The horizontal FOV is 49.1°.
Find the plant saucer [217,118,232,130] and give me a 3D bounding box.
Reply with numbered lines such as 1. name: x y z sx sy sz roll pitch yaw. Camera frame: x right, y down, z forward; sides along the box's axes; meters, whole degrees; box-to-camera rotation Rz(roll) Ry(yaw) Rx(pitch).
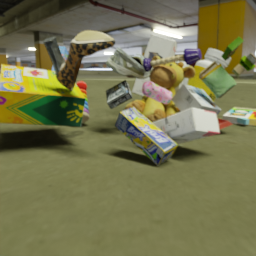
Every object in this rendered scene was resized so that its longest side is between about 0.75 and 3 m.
1. plant saucer: 3.039 -0.103 10.036 0.984 0.181 0.982 -19 13 -9

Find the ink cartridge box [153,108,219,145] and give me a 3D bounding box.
1. ink cartridge box: 1.501 0.011 7.564 1.089 0.615 1.486 6 -18 -41

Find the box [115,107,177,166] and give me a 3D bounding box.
1. box: 0.430 0.183 7.066 0.559 0.513 1.595 -24 57 -42

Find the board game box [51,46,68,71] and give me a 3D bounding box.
1. board game box: -2.724 -2.165 11.871 0.399 1.648 2.179 8 -14 2

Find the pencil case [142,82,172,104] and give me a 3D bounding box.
1. pencil case: 0.824 -0.986 7.930 0.987 0.432 0.432 19 -3 -43

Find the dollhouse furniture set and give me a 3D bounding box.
1. dollhouse furniture set: 3.210 -1.884 8.973 1.614 1.057 0.810 -41 -8 -5

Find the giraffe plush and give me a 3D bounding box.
1. giraffe plush: 1.344 -1.410 10.429 2.415 2.270 2.799 17 19 -2

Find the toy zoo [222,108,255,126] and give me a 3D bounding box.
1. toy zoo: 5.289 -0.467 12.087 1.965 0.306 2.995 7 15 28

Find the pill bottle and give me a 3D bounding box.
1. pill bottle: 3.598 -2.166 13.046 1.545 2.776 1.545 24 10 -4

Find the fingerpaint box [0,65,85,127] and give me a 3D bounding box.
1. fingerpaint box: -2.761 -1.022 8.636 2.255 0.992 2.703 3 24 -25

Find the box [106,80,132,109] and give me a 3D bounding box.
1. box: -0.336 -1.167 9.719 0.849 0.268 1.077 -27 32 10

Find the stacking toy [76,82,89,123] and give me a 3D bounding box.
1. stacking toy: -1.952 -1.116 11.321 0.757 1.772 0.757 -4 -27 -2

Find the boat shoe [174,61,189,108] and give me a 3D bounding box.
1. boat shoe: 2.118 -1.593 12.014 0.860 2.510 0.904 -13 23 -40

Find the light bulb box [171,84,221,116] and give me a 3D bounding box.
1. light bulb box: 2.350 -0.794 9.689 1.185 0.740 1.175 6 41 -40

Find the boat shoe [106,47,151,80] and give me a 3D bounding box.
1. boat shoe: 0.195 -2.344 10.113 0.904 0.787 2.453 46 27 25

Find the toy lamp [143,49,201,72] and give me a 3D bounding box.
1. toy lamp: 1.474 -2.287 9.467 1.949 0.567 0.567 -5 8 32

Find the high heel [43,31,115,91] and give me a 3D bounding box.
1. high heel: -1.089 -1.645 7.260 2.156 1.537 0.770 5 40 29

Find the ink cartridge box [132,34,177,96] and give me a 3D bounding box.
1. ink cartridge box: 1.286 -2.793 13.135 1.144 2.713 1.964 21 12 9
